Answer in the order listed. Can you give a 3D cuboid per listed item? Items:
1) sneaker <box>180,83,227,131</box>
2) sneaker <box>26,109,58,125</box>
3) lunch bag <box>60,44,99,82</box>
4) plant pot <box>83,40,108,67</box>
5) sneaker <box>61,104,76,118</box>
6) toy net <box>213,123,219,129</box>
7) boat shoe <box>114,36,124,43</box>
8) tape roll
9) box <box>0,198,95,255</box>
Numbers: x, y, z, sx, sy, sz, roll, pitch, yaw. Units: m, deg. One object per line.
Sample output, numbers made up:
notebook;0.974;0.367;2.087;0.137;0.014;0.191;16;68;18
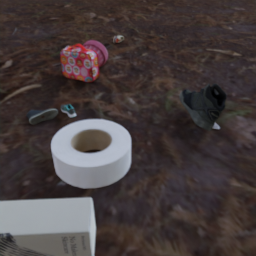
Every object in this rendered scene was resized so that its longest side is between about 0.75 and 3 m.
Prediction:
sneaker;2.620;-1.006;9.712;0.917;1.374;2.400;27;21;-19
sneaker;-3.201;-0.547;10.373;1.090;0.408;0.579;-21;42;-27
lunch bag;-2.277;-3.066;13.019;1.871;1.648;0.766;17;37;23
plant pot;-1.886;-3.460;14.032;1.396;1.396;1.249;13;51;18
sneaker;-2.284;-0.751;10.690;0.347;0.408;0.894;-27;41;-34
toy net;2.845;-0.186;10.049;0.480;0.177;0.915;-27;42;-35
boat shoe;-0.619;-5.745;18.178;0.361;0.411;1.155;13;31;15
tape roll;-1.043;0.671;8.204;2.301;0.805;2.301;0;34;0
box;-2.019;2.153;5.789;2.609;1.072;0.892;-3;35;-2
